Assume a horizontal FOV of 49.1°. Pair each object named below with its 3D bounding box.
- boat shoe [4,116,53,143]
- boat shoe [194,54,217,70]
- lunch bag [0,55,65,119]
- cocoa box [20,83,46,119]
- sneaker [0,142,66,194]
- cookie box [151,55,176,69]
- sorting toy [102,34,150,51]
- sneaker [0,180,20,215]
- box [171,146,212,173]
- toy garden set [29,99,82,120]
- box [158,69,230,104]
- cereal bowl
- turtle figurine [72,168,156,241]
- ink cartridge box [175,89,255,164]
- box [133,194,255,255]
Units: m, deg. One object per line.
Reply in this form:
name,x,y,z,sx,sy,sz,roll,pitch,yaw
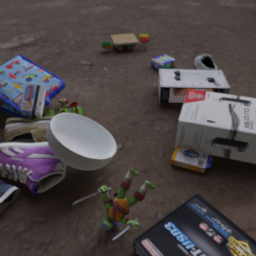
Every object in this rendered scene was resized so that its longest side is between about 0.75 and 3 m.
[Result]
boat shoe,-3.079,0.146,9.705,2.360,0.882,0.807,-3,59,2
boat shoe,3.879,-3.137,13.751,0.860,0.878,2.466,-1,38,-1
lunch bag,-4.021,-1.523,11.051,2.818,1.325,2.121,25,56,29
cocoa box,-3.333,-0.926,9.858,0.683,0.694,1.041,9,73,-13
sneaker,-3.194,1.236,8.152,2.742,0.994,1.564,-8,42,-11
cookie box,1.811,-3.381,14.475,0.972,0.365,0.832,-26,47,-28
sorting toy,-0.131,-5.035,16.475,2.920,0.494,1.408,-8,39,-9
sneaker,-3.814,1.940,7.494,1.051,0.553,1.455,24,35,13
box,2.050,1.020,8.997,1.211,0.251,0.721,16,40,16
toy garden set,-2.872,-0.747,11.103,1.992,0.398,1.661,-7,39,-8
box,2.711,-1.789,12.067,2.808,0.844,1.638,1,38,1
cereal bowl,-1.474,0.525,8.461,2.150,0.895,2.150,24,26,-13
turtle figurine,-0.126,1.785,6.660,1.162,1.615,1.566,31,77,38
ink cartridge box,3.312,-0.115,9.605,2.970,1.244,2.143,11,40,14
box,1.642,2.872,6.407,2.236,0.560,2.253,-24,43,-28
